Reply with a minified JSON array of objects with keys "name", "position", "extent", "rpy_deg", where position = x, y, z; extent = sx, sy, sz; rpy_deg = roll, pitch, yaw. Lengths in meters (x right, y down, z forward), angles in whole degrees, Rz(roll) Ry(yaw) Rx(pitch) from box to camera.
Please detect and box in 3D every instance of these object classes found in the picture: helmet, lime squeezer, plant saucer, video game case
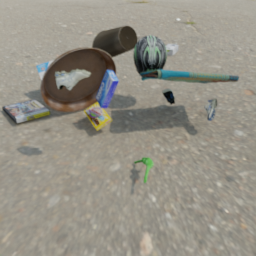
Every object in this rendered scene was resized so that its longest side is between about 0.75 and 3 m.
[{"name":"helmet","position":[0.838,-2.778,10.698],"extent":[1.424,1.358,1.424],"rpy_deg":[1,44,-1]},{"name":"lime squeezer","position":[0.483,1.059,7.865],"extent":[0.271,0.507,1.436],"rpy_deg":[21,9,-15]},{"name":"plant saucer","position":[-1.841,-1.792,10.314],"extent":[2.945,2.945,0.507],"rpy_deg":[-17,56,-24]},{"name":"video game case","position":[-4.064,-0.696,11.137],"extent":[1.382,0.195,1.530],"rpy_deg":[-20,35,-34]}]

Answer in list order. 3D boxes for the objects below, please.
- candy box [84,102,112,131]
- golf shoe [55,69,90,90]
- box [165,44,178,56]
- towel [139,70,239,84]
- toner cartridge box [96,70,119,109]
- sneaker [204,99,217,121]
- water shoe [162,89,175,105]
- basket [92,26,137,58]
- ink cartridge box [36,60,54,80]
[{"name":"candy box","position":[-1.111,-0.438,10.096],"extent":[0.648,0.167,1.267],"rpy_deg":[-33,43,-7]},{"name":"golf shoe","position":[-1.417,-1.231,7.259],"extent":[1.035,0.503,0.405],"rpy_deg":[-3,-2,27]},{"name":"box","position":[2.670,-4.937,17.704],"extent":[0.720,0.371,1.234],"rpy_deg":[15,36,22]},{"name":"towel","position":[2.004,-1.719,9.671],"extent":[2.817,0.306,2.066],"rpy_deg":[1,8,-14]},{"name":"toner cartridge box","position":[-0.718,-1.270,9.374],"extent":[0.259,1.199,0.570],"rpy_deg":[-3,48,-33]},{"name":"sneaker","position":[2.816,-0.611,9.659],"extent":[0.361,0.326,0.846],"rpy_deg":[4,61,35]},{"name":"water shoe","position":[1.657,-1.222,11.122],"extent":[0.369,1.031,0.407],"rpy_deg":[-20,70,23]},{"name":"basket","position":[-0.513,-3.707,12.062],"extent":[1.753,1.192,1.580],"rpy_deg":[4,54,51]},{"name":"ink cartridge box","position":[-2.988,-1.836,11.883],"extent":[1.158,0.683,2.012],"rpy_deg":[-21,73,-8]}]
